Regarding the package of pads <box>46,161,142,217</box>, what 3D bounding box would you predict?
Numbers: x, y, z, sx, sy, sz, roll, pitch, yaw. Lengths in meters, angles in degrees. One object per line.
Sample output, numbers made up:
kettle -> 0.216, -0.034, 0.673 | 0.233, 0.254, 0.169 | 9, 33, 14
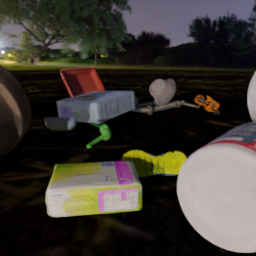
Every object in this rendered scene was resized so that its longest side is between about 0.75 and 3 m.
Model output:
package of pads -> -0.574, 1.017, 4.864 | 1.539, 0.525, 1.189 | -3, 14, -6

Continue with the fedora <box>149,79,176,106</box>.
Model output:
fedora -> 1.444, -1.722, 12.705 | 0.704, 1.378, 1.558 | 27, 10, -27

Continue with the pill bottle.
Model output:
pill bottle -> 1.920, 0.673, 4.361 | 1.424, 1.424, 2.381 | 11, 19, 36

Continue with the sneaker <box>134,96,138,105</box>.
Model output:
sneaker -> -0.343, -1.447, 13.892 | 1.645, 0.621, 0.936 | 6, 19, -4

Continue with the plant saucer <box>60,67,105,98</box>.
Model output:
plant saucer -> -2.025, -1.783, 13.192 | 0.394, 2.142, 2.147 | -31, -7, 39

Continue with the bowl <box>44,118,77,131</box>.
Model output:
bowl -> -2.159, -0.107, 9.027 | 0.998, 0.372, 0.996 | -2, -4, -11

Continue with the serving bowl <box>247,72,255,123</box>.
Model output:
serving bowl -> 3.729, -0.239, 5.971 | 0.947, 2.880, 2.880 | -37, 29, -19

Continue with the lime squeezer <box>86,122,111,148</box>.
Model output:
lime squeezer -> -0.842, 0.169, 8.503 | 0.675, 0.361, 1.912 | -22, 22, 4

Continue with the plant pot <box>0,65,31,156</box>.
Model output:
plant pot -> -3.532, 0.019, 5.580 | 2.552, 2.552, 2.225 | 1, 33, 3

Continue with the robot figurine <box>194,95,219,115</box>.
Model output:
robot figurine -> 3.347, -1.030, 11.875 | 1.113, 0.447, 1.535 | 35, 5, -6

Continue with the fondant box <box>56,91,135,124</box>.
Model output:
fondant box -> -1.213, -0.919, 11.324 | 1.953, 0.788, 2.707 | 5, 17, 29

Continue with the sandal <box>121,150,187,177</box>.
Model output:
sandal -> 0.556, 0.783, 5.899 | 1.443, 0.574, 0.628 | 2, -12, 21

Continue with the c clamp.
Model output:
c clamp -> 1.400, -0.985, 12.557 | 2.702, 0.366, 2.309 | -13, 18, -31
